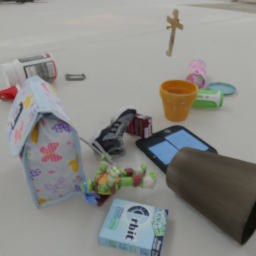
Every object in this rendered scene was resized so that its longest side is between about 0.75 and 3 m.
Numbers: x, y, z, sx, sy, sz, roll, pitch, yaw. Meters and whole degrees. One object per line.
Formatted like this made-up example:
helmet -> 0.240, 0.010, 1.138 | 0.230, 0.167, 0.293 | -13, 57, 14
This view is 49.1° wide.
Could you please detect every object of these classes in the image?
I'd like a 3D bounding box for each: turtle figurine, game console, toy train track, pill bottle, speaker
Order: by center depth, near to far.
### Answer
toy train track -> 1.126, -2.489, 7.385 | 0.702, 1.224, 0.199 | 9, 0, -43
turtle figurine -> -0.280, 1.018, 7.484 | 1.931, 1.433, 1.991 | 4, 67, -24
game console -> 1.593, 0.700, 9.253 | 1.966, 0.345, 2.223 | -17, 35, -25
speaker -> 3.123, -1.273, 12.012 | 1.740, 0.770, 0.770 | 5, 33, 9
pill bottle -> -4.823, -2.780, 13.805 | 2.418, 1.377, 1.377 | -20, 37, -29

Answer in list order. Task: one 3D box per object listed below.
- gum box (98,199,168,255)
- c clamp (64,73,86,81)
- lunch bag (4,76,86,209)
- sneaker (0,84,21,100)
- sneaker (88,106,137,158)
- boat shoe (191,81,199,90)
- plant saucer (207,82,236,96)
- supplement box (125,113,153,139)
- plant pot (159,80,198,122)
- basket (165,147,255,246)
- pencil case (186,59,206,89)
gum box -> 0.167, 2.345, 6.651 | 1.414, 0.315, 1.201 | 8, 33, 13
c clamp -> -2.836, -2.775, 14.951 | 1.221, 0.165, 1.043 | 2, 32, 4
lunch bag -> -2.310, 0.257, 7.604 | 1.799, 2.830, 2.400 | -13, 35, -21
sneaker -> -5.161, -1.369, 12.391 | 1.057, 0.717, 1.829 | -22, 25, -18
sneaker -> -0.274, 0.234, 9.205 | 2.017, 0.761, 1.148 | -43, 55, -3
boat shoe -> 2.880, -1.708, 12.628 | 0.471, 1.284, 0.478 | -23, 68, 24
plant saucer -> 4.490, -1.862, 13.483 | 1.339, 0.183, 1.339 | 0, 33, 0
supplement box -> 0.287, -0.134, 9.962 | 0.399, 0.714, 1.311 | -18, 24, -34
plant pot -> 1.925, -1.017, 11.048 | 1.452, 1.329, 1.452 | 0, 33, 0
basket -> 2.225, 1.429, 7.034 | 2.260, 1.537, 2.038 | 24, 58, 39
pencil case -> 3.434, -2.708, 14.095 | 0.993, 0.993, 2.271 | 8, 32, 13
